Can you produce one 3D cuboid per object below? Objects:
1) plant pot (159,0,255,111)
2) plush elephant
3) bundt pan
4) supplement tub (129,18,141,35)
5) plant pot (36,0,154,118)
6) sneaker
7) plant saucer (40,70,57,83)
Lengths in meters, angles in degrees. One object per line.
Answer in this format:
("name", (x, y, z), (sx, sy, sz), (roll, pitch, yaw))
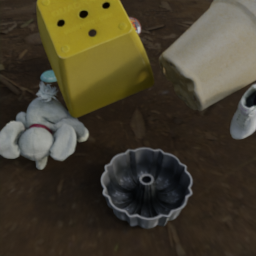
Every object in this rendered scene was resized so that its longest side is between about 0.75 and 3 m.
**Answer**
("plant pot", (2.151, -1.710, 6.839), (2.311, 2.525, 2.525), (-37, 46, -1))
("plush elephant", (-2.315, 0.228, 7.702), (2.038, 2.475, 1.916), (10, 59, 2))
("bundt pan", (0.440, 1.518, 6.902), (2.188, 0.821, 2.188), (-1, 40, 1))
("supplement tub", (-0.156, -3.754, 10.973), (0.861, 0.861, 1.610), (15, 35, 18))
("plant pot", (-0.943, -2.185, 7.285), (2.598, 2.292, 2.598), (-23, 74, -4))
("sneaker", (2.759, -0.395, 6.576), (0.863, 1.732, 0.648), (-16, 48, -32))
("plant saucer", (-3.296, -2.232, 11.936), (0.897, 0.161, 0.897), (0, 39, 0))
